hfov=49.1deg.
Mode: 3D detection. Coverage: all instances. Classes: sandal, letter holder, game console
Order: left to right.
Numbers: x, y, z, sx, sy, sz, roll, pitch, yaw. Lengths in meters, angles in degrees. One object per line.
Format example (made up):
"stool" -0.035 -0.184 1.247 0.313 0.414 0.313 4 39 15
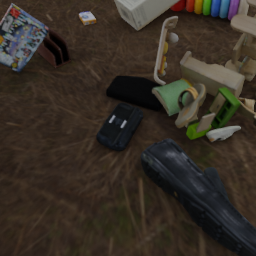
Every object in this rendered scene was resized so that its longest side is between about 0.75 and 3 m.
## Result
"letter holder" -2.388 -2.551 8.786 0.559 0.790 1.111 -33 57 -26
"game console" -0.043 -0.494 7.321 1.544 0.316 2.617 19 50 16
"sandal" 1.361 -0.619 6.419 0.450 0.670 1.667 41 43 -6
"sandal" 2.964 -0.481 6.784 0.397 0.443 1.208 -36 60 -5

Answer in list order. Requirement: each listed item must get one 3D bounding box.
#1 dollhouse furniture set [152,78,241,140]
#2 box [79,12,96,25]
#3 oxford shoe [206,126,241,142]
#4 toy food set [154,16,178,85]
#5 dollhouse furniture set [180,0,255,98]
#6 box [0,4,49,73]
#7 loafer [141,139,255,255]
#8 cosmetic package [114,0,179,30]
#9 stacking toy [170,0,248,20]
"dollhouse furniture set" 1.593 -0.779 6.959 1.191 0.912 1.818 -17 56 -25
"box" -1.555 -4.177 10.630 0.461 0.161 0.774 -18 49 -15
"oxford shoe" 2.319 0.142 6.772 0.951 0.358 0.275 -13 77 -21
"toy food set" 0.990 -1.886 7.096 0.478 1.583 1.136 9 9 3
"dollhouse furniture set" 2.760 -2.132 7.618 1.594 2.103 2.399 31 83 23
"box" -3.182 -2.486 7.960 1.116 1.629 0.325 28 26 -35
"loafer" 1.436 1.182 5.398 1.008 0.975 2.872 -36 54 -18
"cosmetic package" 0.921 -4.873 10.149 2.582 0.944 1.337 -35 55 -2
"stacking toy" 2.949 -4.773 10.533 2.965 1.266 1.266 11 50 15
